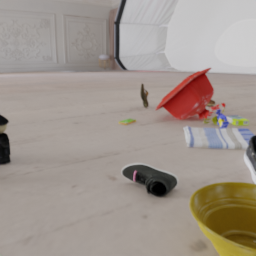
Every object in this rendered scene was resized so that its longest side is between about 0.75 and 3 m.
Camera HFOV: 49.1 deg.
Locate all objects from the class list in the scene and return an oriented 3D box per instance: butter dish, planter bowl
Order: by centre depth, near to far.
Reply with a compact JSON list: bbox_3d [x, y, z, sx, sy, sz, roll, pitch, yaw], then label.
[{"bbox_3d":[2.046,1.740,4.655,2.080,0.866,2.080,0,16,0],"label":"planter bowl"},{"bbox_3d":[3.231,-1.364,13.991,2.795,2.072,2.803,-40,-5,38],"label":"butter dish"}]

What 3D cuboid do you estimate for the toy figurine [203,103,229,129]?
[{"bbox_3d":[3.971,-0.228,12.299,0.883,1.003,1.674,-15,-27,-4],"label":"toy figurine"}]

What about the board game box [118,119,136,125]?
[{"bbox_3d":[-0.013,-0.297,13.360,0.428,0.134,0.897,12,22,35],"label":"board game box"}]

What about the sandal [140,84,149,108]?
[{"bbox_3d":[1.057,-1.945,16.937,0.441,0.660,1.614,-6,59,-15],"label":"sandal"}]

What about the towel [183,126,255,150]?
[{"bbox_3d":[3.509,0.353,10.669,2.703,0.322,1.985,2,16,8],"label":"towel"}]

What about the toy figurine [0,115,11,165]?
[{"bbox_3d":[-4.619,0.494,7.876,2.207,1.535,2.172,2,16,5],"label":"toy figurine"}]

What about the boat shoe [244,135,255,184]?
[{"bbox_3d":[3.850,0.893,7.531,0.997,0.944,2.850,3,16,10],"label":"boat shoe"}]

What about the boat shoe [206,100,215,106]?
[{"bbox_3d":[4.789,-1.772,17.746,0.645,0.605,1.791,-8,17,-26],"label":"boat shoe"}]

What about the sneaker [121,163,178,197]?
[{"bbox_3d":[0.439,1.272,6.928,1.499,0.530,0.743,10,13,20],"label":"sneaker"}]

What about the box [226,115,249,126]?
[{"bbox_3d":[5.150,-0.373,13.371,0.690,0.270,1.131,-2,16,-9],"label":"box"}]
